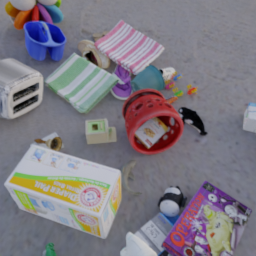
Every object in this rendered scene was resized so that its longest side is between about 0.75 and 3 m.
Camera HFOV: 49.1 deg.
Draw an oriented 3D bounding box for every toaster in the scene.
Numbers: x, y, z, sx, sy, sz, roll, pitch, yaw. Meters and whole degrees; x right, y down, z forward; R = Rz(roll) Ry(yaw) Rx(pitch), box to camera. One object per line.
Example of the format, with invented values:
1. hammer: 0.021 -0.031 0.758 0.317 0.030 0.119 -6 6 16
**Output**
1. toaster: -4.672 -1.490 10.760 1.913 1.683 2.962 22 32 15

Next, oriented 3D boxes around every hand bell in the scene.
1. hand bell: -2.827 0.492 9.584 1.058 0.551 0.551 9 47 32

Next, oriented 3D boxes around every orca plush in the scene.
1. orca plush: 2.481 -0.370 10.789 0.812 0.549 1.544 -12 50 -10

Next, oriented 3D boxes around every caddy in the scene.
1. caddy: -4.026 -4.318 13.510 1.770 1.314 2.504 -7 45 -30

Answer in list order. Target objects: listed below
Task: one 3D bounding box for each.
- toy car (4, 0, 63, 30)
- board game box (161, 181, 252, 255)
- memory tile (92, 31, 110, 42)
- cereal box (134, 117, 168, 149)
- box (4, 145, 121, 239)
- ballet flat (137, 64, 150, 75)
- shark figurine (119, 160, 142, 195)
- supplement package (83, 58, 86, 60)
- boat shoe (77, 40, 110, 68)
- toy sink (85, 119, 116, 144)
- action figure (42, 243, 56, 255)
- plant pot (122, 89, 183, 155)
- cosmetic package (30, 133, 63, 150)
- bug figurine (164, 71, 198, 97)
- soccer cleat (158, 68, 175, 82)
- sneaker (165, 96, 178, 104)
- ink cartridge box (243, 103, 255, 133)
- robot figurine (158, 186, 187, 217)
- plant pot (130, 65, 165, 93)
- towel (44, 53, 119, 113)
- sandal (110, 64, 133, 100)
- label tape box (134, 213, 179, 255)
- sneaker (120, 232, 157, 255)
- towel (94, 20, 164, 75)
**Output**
1. toy car: -4.805 -6.055 14.889 2.968 2.597 2.225 -25 88 -23
2. board game box: 2.251 2.736 7.718 1.614 0.434 2.689 29 42 23
3. memory tile: -0.668 -4.772 14.809 2.291 0.192 1.756 -15 43 -12
4. cereal box: 0.822 0.133 10.066 0.764 0.210 1.062 44 69 9
5. box: -1.741 1.833 8.135 2.863 1.611 1.451 15 51 11
6. ballet flat: 0.744 -2.737 12.909 0.550 0.550 1.505 11 49 9
7. shark figurine: -0.047 1.572 9.068 0.866 0.605 1.450 -6 47 -4
8. supplement package: -2.218 -2.883 13.060 0.448 0.449 0.766 5 51 4
9. boat shoe: -1.805 -3.528 13.349 0.758 0.808 2.193 -24 52 -39
10. toy sink: -0.998 0.106 10.327 1.092 0.612 0.712 -4 49 -4
11. action figure: -2.090 3.731 7.077 0.464 1.003 1.698 -11 40 7
12. plant pot: 0.779 -0.284 9.891 1.901 1.901 1.731 -10 42 -9
13. cosmetic package: -2.878 0.646 9.990 0.990 0.402 0.559 -32 55 -24
14. bug figurine: 2.255 -1.805 12.182 1.136 0.377 1.465 -27 57 -16
15. soccer cleat: 1.552 -2.359 12.377 0.602 0.747 1.754 33 52 26
16. sneaker: 1.734 -1.031 11.589 0.779 0.302 0.436 -17 56 -4
17. ink cartridge box: 4.849 -0.374 10.713 0.665 0.668 0.910 15 50 12
18. robot figurine: 1.330 2.211 8.445 0.607 0.731 0.973 32 43 1
19. plant pot: 0.749 -1.865 11.786 1.101 1.172 1.172 -34 56 -18
20. towel: -2.073 -1.971 11.948 2.775 0.325 2.116 35 74 28
21. sandal: -0.305 -2.231 12.391 1.011 0.611 2.485 -1 49 -1
22. label tape box: 1.055 3.072 7.738 1.758 0.556 1.268 -32 57 -25
23. sneaker: 0.111 3.320 6.662 0.769 2.043 0.904 -13 37 -36
24. towel: 0.021 -3.737 12.895 2.707 0.405 1.981 38 72 19
